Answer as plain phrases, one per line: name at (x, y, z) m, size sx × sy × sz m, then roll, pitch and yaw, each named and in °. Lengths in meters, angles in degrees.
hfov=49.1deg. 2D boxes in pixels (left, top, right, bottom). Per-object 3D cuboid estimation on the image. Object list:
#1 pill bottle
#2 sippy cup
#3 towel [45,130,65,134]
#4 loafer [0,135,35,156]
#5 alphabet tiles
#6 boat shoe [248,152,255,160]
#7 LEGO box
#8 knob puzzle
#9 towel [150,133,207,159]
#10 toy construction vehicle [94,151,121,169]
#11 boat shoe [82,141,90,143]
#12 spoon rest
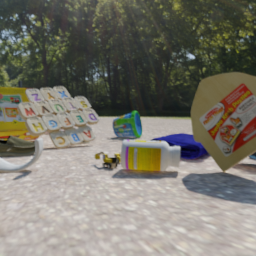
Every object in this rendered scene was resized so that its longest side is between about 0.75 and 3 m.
pill bottle at (0.514, 0.640, 6.455) m, size 1.318 × 0.687 × 0.687 m, roll 2°, pitch 4°, yaw 7°
sippy cup at (-0.071, -0.092, 13.939) m, size 1.256 × 1.714 × 1.346 m, roll -10°, pitch 39°, yaw 16°
towel at (-4.354, 0.219, 16.224) m, size 1.301 × 0.220 × 1.362 m, roll 4°, pitch 5°, yaw 37°
loafer at (-3.486, 0.531, 8.536) m, size 1.638 × 0.570 × 0.616 m, roll -4°, pitch 13°, yaw -24°
alphabet tiles at (-2.616, -0.543, 10.895) m, size 2.975 × 2.910 × 0.217 m, roll -13°, pitch -30°, yaw -42°
boat shoe at (3.756, 0.406, 6.482) m, size 1.181 × 0.964 × 2.808 m, roll 4°, pitch 6°, yaw -42°
LEGO box at (-5.270, -0.544, 11.737) m, size 2.860 × 2.130 × 1.104 m, roll -3°, pitch -25°, yaw -39°
knob puzzle at (2.329, -0.340, 6.397) m, size 2.267 × 2.267 × 0.314 m, roll 3°, pitch -2°, yaw 40°
towel at (1.866, 0.588, 8.971) m, size 1.650 × 0.553 × 2.234 m, roll 9°, pitch 9°, yaw 31°
toy construction vehicle at (-0.263, 0.764, 7.100) m, size 0.879 × 0.356 × 1.010 m, roll -3°, pitch 5°, yaw -36°
boat shoe at (-1.977, 0.491, 11.500) m, size 1.014 × 0.306 × 0.374 m, roll -4°, pitch 5°, yaw -44°
spoon rest at (-3.007, 0.751, 6.416) m, size 2.146 × 0.651 × 1.066 m, roll -12°, pitch 2°, yaw -1°
